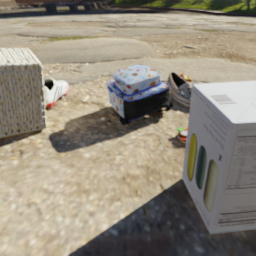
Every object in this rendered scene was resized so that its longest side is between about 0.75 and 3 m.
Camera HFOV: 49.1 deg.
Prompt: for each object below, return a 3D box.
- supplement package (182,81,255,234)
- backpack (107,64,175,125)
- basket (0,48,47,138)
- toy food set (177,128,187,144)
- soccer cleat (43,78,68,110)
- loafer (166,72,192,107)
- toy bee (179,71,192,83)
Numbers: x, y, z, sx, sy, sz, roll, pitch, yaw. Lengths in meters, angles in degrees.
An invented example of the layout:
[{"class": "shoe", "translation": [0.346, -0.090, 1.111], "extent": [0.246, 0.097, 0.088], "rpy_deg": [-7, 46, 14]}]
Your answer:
[{"class": "supplement package", "translation": [2.835, 0.630, 6.918], "extent": [2.236, 2.968, 2.253], "rpy_deg": [-4, 29, -7]}, {"class": "backpack", "translation": [0.259, -1.578, 12.119], "extent": [2.640, 2.033, 2.514], "rpy_deg": [-17, 27, -26]}, {"class": "basket", "translation": [-4.748, -1.481, 11.000], "extent": [2.382, 2.936, 2.962], "rpy_deg": [-10, 29, -26]}, {"class": "toy food set", "translation": [2.365, 0.282, 10.420], "extent": [1.118, 0.275, 1.130], "rpy_deg": [-9, 30, -16]}, {"class": "soccer cleat", "translation": [-3.603, -1.936, 13.521], "extent": [0.994, 1.233, 2.896], "rpy_deg": [4, 29, 7]}, {"class": "loafer", "translation": [2.687, -1.936, 13.831], "extent": [1.066, 0.932, 2.964], "rpy_deg": [-10, 30, -18]}, {"class": "toy bee", "translation": [3.001, -2.711, 15.493], "extent": [1.354, 0.736, 0.887], "rpy_deg": [-24, 80, -23]}]
